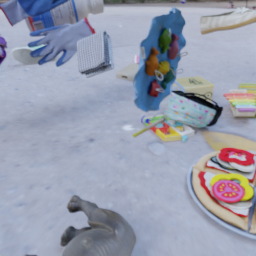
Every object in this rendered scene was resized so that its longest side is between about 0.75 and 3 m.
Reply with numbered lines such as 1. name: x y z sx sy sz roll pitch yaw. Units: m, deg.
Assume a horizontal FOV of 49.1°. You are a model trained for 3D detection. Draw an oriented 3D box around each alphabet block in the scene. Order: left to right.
1. alphabet block: 2.023 -1.045 9.064 1.027 1.004 1.009 -6 31 -13

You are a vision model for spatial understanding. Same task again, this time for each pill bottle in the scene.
1. pill bottle: -1.848 -3.465 7.883 2.175 1.220 1.220 -17 31 -9

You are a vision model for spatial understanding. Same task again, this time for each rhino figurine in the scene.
1. rhino figurine: -0.777 2.042 3.457 1.230 0.841 2.813 9 31 18

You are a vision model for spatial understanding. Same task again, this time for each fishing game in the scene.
1. fishing game: 0.658 -1.110 4.814 0.409 2.631 1.884 21 21 25

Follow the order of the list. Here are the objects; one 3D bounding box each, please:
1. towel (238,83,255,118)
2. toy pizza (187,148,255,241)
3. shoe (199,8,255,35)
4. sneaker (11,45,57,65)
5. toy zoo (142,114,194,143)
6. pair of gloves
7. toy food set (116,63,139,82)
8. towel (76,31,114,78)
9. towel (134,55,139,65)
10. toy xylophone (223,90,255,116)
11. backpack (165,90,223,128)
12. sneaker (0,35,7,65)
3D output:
1. towel: 4.448 -0.985 9.800 1.229 0.258 2.857 6 29 22
2. toy pizza: 2.579 1.107 5.602 2.746 0.435 2.746 0 28 0
3. shoe: 3.453 -3.701 9.522 0.841 0.642 2.407 -31 24 -36
4. sneaker: -5.008 -3.874 14.506 2.248 0.827 1.326 -8 33 -36
5. toy zoo: 1.179 0.004 7.966 0.977 0.152 1.489 -10 30 -22
6. pair of gloves: -1.969 -2.706 6.953 1.839 2.288 0.261 -28 32 2
7. toy food set: 0.237 -2.433 12.394 0.962 0.405 1.341 21 43 33
8. towel: -0.751 -1.634 6.205 0.753 0.910 0.389 -14 -21 21
9. towel: 1.250 -3.462 14.403 1.915 0.286 1.401 -1 28 4
10. toy xylophone: 3.706 -0.769 8.810 1.147 0.393 1.566 -3 28 3
11. backpack: 1.763 -0.530 7.934 1.413 0.894 1.179 17 5 -18
12. sneaker: -3.316 -2.150 6.369 1.283 2.902 1.167 18 13 21
